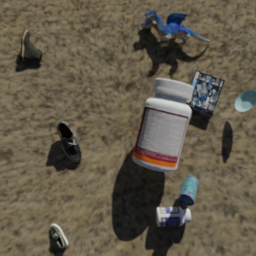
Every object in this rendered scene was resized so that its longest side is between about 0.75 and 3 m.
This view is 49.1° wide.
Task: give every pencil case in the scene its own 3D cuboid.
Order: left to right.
[{"bbox_3d":[2.050,2.121,9.386,0.506,1.190,0.550,-22,103,29],"label":"pencil case"}]

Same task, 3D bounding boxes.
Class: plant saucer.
[{"bbox_3d":[4.393,-0.959,10.315,0.182,0.946,0.946,34,74,-27],"label":"plant saucer"}]

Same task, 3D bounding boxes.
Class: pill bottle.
[{"bbox_3d":[1.227,-0.098,9.644,1.619,1.619,2.955,14,95,4],"label":"pill bottle"},{"bbox_3d":[1.553,3.066,9.674,1.129,0.627,0.627,-1,74,-1],"label":"pill bottle"}]

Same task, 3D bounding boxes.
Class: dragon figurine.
[{"bbox_3d":[1.997,-4.170,11.614,2.940,0.865,1.461,-1,74,1],"label":"dragon figurine"}]

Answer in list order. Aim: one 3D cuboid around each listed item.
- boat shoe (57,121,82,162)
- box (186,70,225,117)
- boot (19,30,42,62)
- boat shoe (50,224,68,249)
[{"bbox_3d":[-2.175,0.516,10.303,0.585,0.551,1.629,-25,94,-17],"label":"boat shoe"},{"bbox_3d":[2.973,-1.369,11.074,1.257,0.364,1.581,21,75,6],"label":"box"},{"bbox_3d":[-3.953,-3.359,11.636,0.890,0.499,1.287,5,87,-3],"label":"boot"},{"bbox_3d":[-2.412,3.710,9.614,0.319,0.287,0.901,-45,74,13],"label":"boat shoe"}]
